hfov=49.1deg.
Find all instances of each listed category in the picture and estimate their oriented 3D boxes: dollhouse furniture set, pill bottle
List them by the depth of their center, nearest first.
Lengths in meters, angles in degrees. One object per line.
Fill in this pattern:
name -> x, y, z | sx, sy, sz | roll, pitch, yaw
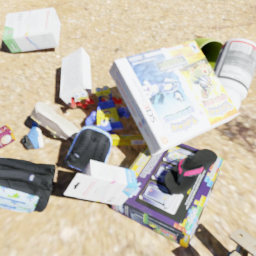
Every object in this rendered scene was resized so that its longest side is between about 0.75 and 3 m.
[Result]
dollhouse furniture set -> 1.827, 2.310, 4.752 | 0.916, 0.645, 0.642 | -19, 33, -31
pill bottle -> 3.054, -1.487, 8.310 | 1.151, 1.151, 2.022 | 19, 78, 20

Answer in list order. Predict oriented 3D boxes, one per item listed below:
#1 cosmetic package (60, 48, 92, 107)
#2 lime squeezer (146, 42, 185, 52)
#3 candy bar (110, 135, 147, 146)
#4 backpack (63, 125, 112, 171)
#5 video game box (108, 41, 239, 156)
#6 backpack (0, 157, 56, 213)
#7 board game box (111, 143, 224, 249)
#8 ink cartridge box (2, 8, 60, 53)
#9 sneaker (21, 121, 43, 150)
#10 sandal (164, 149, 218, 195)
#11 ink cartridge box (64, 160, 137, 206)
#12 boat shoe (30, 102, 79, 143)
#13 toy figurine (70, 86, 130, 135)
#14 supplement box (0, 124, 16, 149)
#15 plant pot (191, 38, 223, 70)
cosmetic package -> -1.680, -1.690, 9.084 | 0.862, 0.529, 2.089 | -26, 45, 17
lime squeezer -> 1.401, -2.571, 10.372 | 0.432, 0.808, 2.289 | -42, 24, -17
candy bar -> -0.102, 0.321, 7.409 | 1.642, 0.409, 0.182 | -1, 49, -2
backpack -> -0.879, 0.481, 6.668 | 0.952, 1.040, 0.764 | 23, 10, -3
video game box -> 1.157, -0.856, 6.899 | 2.573, 0.602, 2.344 | -22, 79, -27
backpack -> -2.465, 1.186, 5.987 | 1.494, 1.148, 1.219 | 26, 29, -24
board game box -> 0.914, 1.252, 6.252 | 1.774, 0.609, 2.146 | 21, 47, 23
ink cartridge box -> -3.778, -3.865, 11.109 | 1.957, 0.856, 1.422 | -8, 61, 6
sneaker -> -2.644, 0.198, 7.571 | 0.539, 0.372, 0.969 | -10, 49, -23
sandal -> 1.334, 0.820, 5.927 | 1.574, 0.355, 0.591 | -33, 52, -31
ink cartridge box -> -0.520, 1.023, 5.231 | 1.193, 0.687, 0.405 | 18, 37, -26
boat shoe -> -1.882, -0.024, 7.413 | 1.540, 0.458, 0.553 | 39, 20, -10
toy figurine -> -0.347, -0.329, 7.894 | 2.381, 1.256, 1.426 | -10, 75, 5
supplement box -> -3.432, 0.296, 7.430 | 0.325, 0.419, 0.759 | 34, 52, 31
plant pot -> 2.725, -2.812, 10.344 | 1.228, 1.228, 1.312 | -10, 35, -11
